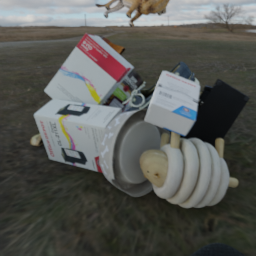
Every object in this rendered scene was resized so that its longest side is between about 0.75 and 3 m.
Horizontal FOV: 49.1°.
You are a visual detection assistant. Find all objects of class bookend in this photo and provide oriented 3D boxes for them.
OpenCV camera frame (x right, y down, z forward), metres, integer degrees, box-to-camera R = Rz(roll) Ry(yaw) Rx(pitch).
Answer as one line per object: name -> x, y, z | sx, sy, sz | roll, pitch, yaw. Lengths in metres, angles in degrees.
bookend -> 2.015, -0.315, 7.979 | 0.977, 2.121, 2.108 | 28, 11, -10

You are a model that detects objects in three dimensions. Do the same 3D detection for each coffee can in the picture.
coffee can -> -0.340, -1.486, 10.358 | 1.520, 1.113, 1.113 | -48, 33, -2

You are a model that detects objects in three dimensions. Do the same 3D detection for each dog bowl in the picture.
dog bowl -> 0.178, 0.552, 6.724 | 0.613, 2.092, 2.092 | 11, 23, 44

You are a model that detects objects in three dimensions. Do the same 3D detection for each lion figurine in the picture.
lion figurine -> 0.092, -3.019, 6.689 | 1.742, 0.631, 1.067 | 34, 82, 27

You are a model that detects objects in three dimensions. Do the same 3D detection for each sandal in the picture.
sandal -> 0.779, 2.474, 3.985 | 2.890, 0.692, 1.086 | 0, 18, -34

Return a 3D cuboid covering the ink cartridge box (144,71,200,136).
ink cartridge box -> 0.962, -0.546, 5.925 | 0.916, 0.537, 1.251 | 22, 43, 0

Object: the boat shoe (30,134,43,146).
boat shoe -> -2.801, 0.313, 9.449 | 0.353, 0.390, 1.095 | 17, 34, 19

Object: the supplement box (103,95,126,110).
supplement box -> -0.656, -0.508, 9.370 | 0.499, 1.166, 0.643 | 38, 1, -17

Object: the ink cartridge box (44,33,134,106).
ink cartridge box -> -1.162, -1.512, 8.658 | 1.562, 2.160, 1.570 | 40, 16, -4

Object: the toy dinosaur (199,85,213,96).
toy dinosaur -> 4.379, -1.813, 14.352 | 2.335, 0.554, 1.029 | -6, 38, -16

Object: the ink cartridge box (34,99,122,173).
ink cartridge box -> -1.269, 0.232, 7.778 | 2.264, 1.650, 0.938 | 9, 38, 24

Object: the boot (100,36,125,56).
boot -> -0.943, -2.996, 11.445 | 1.331, 0.456, 1.253 | 36, 79, 22

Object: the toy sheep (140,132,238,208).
toy sheep -> 1.409, 0.964, 6.213 | 2.435, 1.678, 1.678 | 12, 20, -11

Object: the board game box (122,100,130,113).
board game box -> -0.042, -0.475, 9.385 | 1.263, 0.353, 1.236 | -52, 12, -21

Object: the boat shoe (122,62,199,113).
boat shoe -> 0.534, -0.749, 7.489 | 2.703, 0.836, 1.012 | -29, 21, 30
